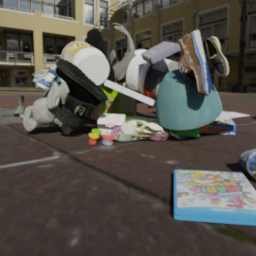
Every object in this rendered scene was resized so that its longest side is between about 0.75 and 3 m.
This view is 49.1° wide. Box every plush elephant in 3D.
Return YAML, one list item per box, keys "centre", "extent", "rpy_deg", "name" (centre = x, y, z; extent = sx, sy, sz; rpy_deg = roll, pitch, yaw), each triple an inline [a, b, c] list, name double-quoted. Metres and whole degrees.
- centre: [-2.534, -0.706, 10.051]
  extent: [2.168, 2.632, 2.038]
  rpy_deg: [-34, 30, 37]
  name: "plush elephant"

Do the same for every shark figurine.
- centre: [-0.247, -2.625, 11.399]
  extent: [1.840, 3.080, 1.285]
  rpy_deg: [21, 46, -7]
  name: "shark figurine"

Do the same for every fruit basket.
- centre: [2.456, -0.284, 9.539]
  extent: [2.358, 1.106, 2.184]
  rpy_deg: [-3, 9, -12]
  name: "fruit basket"

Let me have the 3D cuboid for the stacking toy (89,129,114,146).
- centre: [-0.822, 0.325, 8.470]
  extent: [0.758, 0.320, 0.686]
  rpy_deg: [9, 19, -8]
  name: "stacking toy"

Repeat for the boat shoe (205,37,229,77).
- centre: [2.326, -1.878, 7.499]
  extent: [0.368, 1.136, 0.416]
  rpy_deg: [-18, -5, -35]
  name: "boat shoe"

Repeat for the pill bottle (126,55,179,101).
- centre: [1.493, -1.808, 11.004]
  extent: [2.929, 1.668, 1.668]
  rpy_deg: [22, 18, 25]
  name: "pill bottle"

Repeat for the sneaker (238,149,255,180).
- centre: [3.220, 0.576, 5.654]
  extent: [2.096, 0.807, 0.893]
  rpy_deg: [-1, 5, -11]
  name: "sneaker"

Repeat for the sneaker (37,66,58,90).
- centre: [-2.646, -1.744, 9.450]
  extent: [0.446, 0.810, 1.106]
  rpy_deg: [27, 12, -4]
  name: "sneaker"

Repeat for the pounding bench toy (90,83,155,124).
- centre: [-0.259, -1.245, 13.432]
  extent: [2.907, 1.806, 2.268]
  rpy_deg: [-2, 9, -14]
  name: "pounding bench toy"

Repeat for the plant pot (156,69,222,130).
- centre: [1.752, -1.052, 8.645]
  extent: [2.059, 1.387, 2.059]
  rpy_deg: [-14, 26, 7]
  name: "plant pot"

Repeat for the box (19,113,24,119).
- centre: [-4.665, -0.654, 14.567]
  extent: [1.086, 0.274, 1.520]
  rpy_deg: [8, 11, 38]
  name: "box"

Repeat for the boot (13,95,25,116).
- centre: [-6.109, -1.282, 15.730]
  extent: [0.582, 1.124, 1.720]
  rpy_deg: [-2, 10, -14]
  name: "boot"

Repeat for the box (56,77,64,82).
- centre: [-2.938, -1.775, 13.762]
  extent: [0.590, 2.401, 0.988]
  rpy_deg: [10, 33, 35]
  name: "box"

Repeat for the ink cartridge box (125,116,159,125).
- centre: [0.125, -0.125, 10.924]
  extent: [1.860, 0.446, 1.354]
  rpy_deg: [-7, 12, -39]
  name: "ink cartridge box"

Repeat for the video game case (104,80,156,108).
- centre: [0.242, -1.243, 10.731]
  extent: [1.857, 0.227, 2.597]
  rpy_deg: [24, 6, 8]
  name: "video game case"

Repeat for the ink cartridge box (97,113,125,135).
- centre: [-0.593, -0.083, 9.984]
  extent: [0.923, 0.530, 1.575]
  rpy_deg: [5, 15, 1]
  name: "ink cartridge box"

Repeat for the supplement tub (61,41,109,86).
- centre: [-1.555, -2.330, 10.160]
  extent: [1.327, 1.327, 1.838]
  rpy_deg: [-5, 29, -29]
  name: "supplement tub"

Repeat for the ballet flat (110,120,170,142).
- centre: [0.401, 0.065, 8.747]
  extent: [1.881, 0.650, 0.669]
  rpy_deg: [2, -34, -7]
  name: "ballet flat"

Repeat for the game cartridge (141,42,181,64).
- centre: [1.048, -2.561, 9.539]
  extent: [1.052, 0.312, 1.623]
  rpy_deg: [-31, 22, 3]
  name: "game cartridge"

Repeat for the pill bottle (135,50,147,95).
- centre: [0.641, -2.557, 12.997]
  extent: [1.020, 1.957, 1.020]
  rpy_deg: [-1, 36, 1]
  name: "pill bottle"

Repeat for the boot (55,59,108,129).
- centre: [-1.777, -0.928, 8.552]
  extent: [2.115, 1.581, 0.796]
  rpy_deg: [40, 16, -40]
  name: "boot"

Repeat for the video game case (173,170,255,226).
- centre: [1.401, 1.052, 4.576]
  extent: [1.303, 0.162, 1.820]
  rpy_deg: [2, 10, 9]
  name: "video game case"

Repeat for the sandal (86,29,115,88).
- centre: [-1.202, -2.715, 11.238]
  extent: [0.894, 2.381, 0.537]
  rpy_deg: [-6, 23, 26]
  name: "sandal"

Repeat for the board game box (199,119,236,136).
- centre: [3.306, -0.117, 10.955]
  extent: [1.492, 0.380, 2.204]
  rpy_deg: [3, 10, 15]
  name: "board game box"

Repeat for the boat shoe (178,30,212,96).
- centre: [1.775, -1.689, 7.622]
  extent: [0.737, 2.037, 0.736]
  rpy_deg: [-14, -31, 21]
  name: "boat shoe"
